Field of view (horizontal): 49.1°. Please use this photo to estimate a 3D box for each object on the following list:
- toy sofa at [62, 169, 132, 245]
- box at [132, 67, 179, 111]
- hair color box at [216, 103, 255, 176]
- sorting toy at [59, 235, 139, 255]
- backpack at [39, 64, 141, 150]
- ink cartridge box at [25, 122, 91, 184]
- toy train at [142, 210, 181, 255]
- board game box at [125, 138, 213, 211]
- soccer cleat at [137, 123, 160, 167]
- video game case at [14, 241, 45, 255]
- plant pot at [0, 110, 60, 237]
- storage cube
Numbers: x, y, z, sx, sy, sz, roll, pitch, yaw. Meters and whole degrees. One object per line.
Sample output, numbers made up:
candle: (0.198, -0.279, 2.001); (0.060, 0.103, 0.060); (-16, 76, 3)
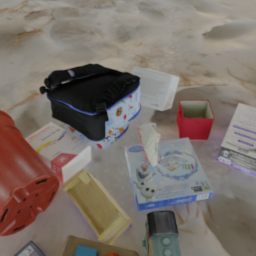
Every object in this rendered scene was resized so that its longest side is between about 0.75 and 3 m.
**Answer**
toy sofa: (-0.884, 2.274, 8.133); (0.876, 1.033, 2.116); (-44, 56, -6)
box: (1.000, -1.568, 11.114); (1.598, 1.369, 1.591); (19, 14, 17)
hair color box: (4.252, 0.321, 10.012); (1.422, 0.843, 2.601); (22, 47, 20)
sorting toy: (-0.917, 3.911, 6.428); (2.019, 0.363, 2.710); (13, 42, 5)
backpack: (-0.892, -0.809, 9.279); (2.885, 2.223, 2.748); (29, 51, 30)
ink cartridge box: (-2.609, 0.684, 9.564); (2.388, 0.806, 1.391); (26, 43, 24)
toy train: (0.864, 3.179, 6.709); (1.023, 1.368, 2.401); (-2, 44, -1)
board game box: (1.216, 1.412, 9.122); (2.314, 0.502, 2.303); (-7, 45, -7)
soccer cleat: (0.772, 0.481, 9.195); (0.679, 0.607, 1.751); (-16, 47, 4)
video game case: (-2.219, 4.202, 6.486); (2.675, 0.254, 1.911); (32, 53, 27)
plant pot: (-3.595, 1.327, 7.855); (2.716, 2.793, 2.793); (36, 55, 21)
storage cube: (2.457, -0.282, 10.412); (1.251, 1.125, 1.070); (1, 44, 0)
